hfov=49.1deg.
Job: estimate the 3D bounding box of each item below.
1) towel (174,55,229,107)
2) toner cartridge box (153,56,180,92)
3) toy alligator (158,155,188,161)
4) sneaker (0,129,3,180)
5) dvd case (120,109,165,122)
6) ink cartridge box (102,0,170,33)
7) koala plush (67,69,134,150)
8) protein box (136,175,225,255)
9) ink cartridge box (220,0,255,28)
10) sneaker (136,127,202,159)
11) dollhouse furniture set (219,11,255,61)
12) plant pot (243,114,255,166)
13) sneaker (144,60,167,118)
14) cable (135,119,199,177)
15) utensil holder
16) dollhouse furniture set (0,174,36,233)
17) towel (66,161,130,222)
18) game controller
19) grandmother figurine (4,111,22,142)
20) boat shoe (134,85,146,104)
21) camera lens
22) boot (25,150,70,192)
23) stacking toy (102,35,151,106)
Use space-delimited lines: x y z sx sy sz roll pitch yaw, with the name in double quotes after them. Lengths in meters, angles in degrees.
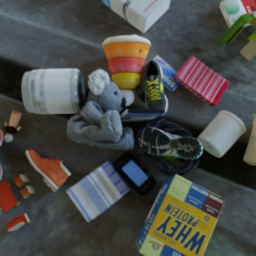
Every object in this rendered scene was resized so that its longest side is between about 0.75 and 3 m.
2.763 -1.761 10.413 1.843 0.207 1.333 37 68 3 "towel"
1.371 -2.049 10.625 1.375 0.297 0.653 44 79 11 "toner cartridge box"
1.439 0.963 9.783 1.344 0.398 0.365 22 114 4 "toy alligator"
-4.877 1.000 9.427 0.929 0.987 2.411 -5 75 -1 "sneaker"
0.383 -0.408 9.351 1.212 1.699 0.149 0 82 -13 "dvd case"
0.307 -5.176 11.131 2.297 0.962 1.667 40 77 10 "ink cartridge box"
-0.888 -0.616 9.336 2.115 2.041 2.301 2 72 17 "koala plush"
1.410 2.794 8.285 1.502 2.210 2.226 27 77 6 "protein box"
4.629 -4.697 11.314 1.506 0.377 1.212 -17 76 -4 "ink cartridge box"
1.355 0.595 9.406 2.242 0.968 0.870 15 88 19 "sneaker"
4.852 -3.541 10.791 1.517 1.162 2.316 47 47 10 "dollhouse furniture set"
4.733 0.605 9.305 1.756 1.756 1.607 25 87 7 "plant pot"
0.872 -1.411 9.915 0.782 0.889 2.101 -11 76 15 "sneaker"
1.474 0.712 9.811 2.186 0.555 1.784 27 71 9 "cable"
3.185 0.229 9.616 1.081 1.081 1.271 42 81 10 "utensil holder"
-3.862 2.503 9.095 1.617 0.833 1.600 -31 77 -8 "dollhouse furniture set"
-1.021 2.134 9.522 1.821 0.217 1.338 -35 78 -9 "towel"
0.229 1.568 9.620 0.805 0.325 1.543 -42 79 -11 "game controller"
-4.157 -0.025 10.078 0.680 0.339 1.121 11 77 26 "grandmother figurine"
0.480 -1.265 10.426 0.301 0.267 0.807 -20 76 -5 "boat shoe"
-2.499 -1.259 9.753 1.937 1.550 1.550 -1 75 -1 "camera lens"
-2.748 1.263 9.588 0.906 0.634 1.690 -43 87 -14 "boot"
-0.046 -2.005 10.210 1.753 1.753 2.399 -1 94 0 "stacking toy"
